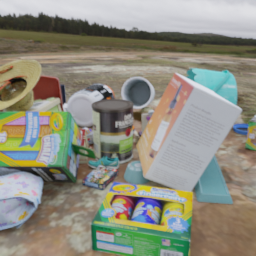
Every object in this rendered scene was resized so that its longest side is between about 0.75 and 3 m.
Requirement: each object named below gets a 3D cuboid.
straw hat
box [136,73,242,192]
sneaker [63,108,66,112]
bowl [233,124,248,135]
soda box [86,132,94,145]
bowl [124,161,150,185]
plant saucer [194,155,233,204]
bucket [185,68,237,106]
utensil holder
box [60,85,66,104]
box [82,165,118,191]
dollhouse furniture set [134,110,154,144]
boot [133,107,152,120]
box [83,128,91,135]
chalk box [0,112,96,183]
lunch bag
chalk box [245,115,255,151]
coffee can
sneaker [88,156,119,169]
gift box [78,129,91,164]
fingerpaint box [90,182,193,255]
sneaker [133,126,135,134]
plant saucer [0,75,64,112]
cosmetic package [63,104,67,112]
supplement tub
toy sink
[{"bbox_3d":[-3.623,-1.087,9.099,2.500,1.058,2.500,-12,48,13],"label":"straw hat"},{"bbox_3d":[1.597,0.085,8.378,1.503,2.826,2.152,23,17,-12],"label":"box"},{"bbox_3d":[-3.682,-0.774,12.454,2.540,0.962,1.334,-14,40,27],"label":"sneaker"},{"bbox_3d":[5.273,0.071,12.666,1.022,0.201,1.022,0,20,0],"label":"bowl"},{"bbox_3d":[-1.260,0.279,11.640,0.427,0.396,1.250,-16,10,33],"label":"soda box"},{"bbox_3d":[0.304,1.353,8.833,0.894,0.467,0.894,-1,20,0],"label":"bowl"},{"bbox_3d":[2.528,1.472,8.846,0.962,0.261,2.751,3,20,6],"label":"plant saucer"},{"bbox_3d":[3.700,-1.392,13.139,1.898,2.917,2.917,2,20,-2],"label":"bucket"},{"bbox_3d":[0.587,-1.775,14.364,1.547,1.547,1.821,4,7,10],"label":"utensil holder"},{"bbox_3d":[-5.038,-1.893,16.536,1.645,1.160,2.223,13,24,34],"label":"box"},{"bbox_3d":[-0.842,1.536,8.720,0.708,0.195,1.037,9,22,23],"label":"box"},{"bbox_3d":[1.570,0.021,10.549,2.475,1.757,1.961,-2,20,-6],"label":"dollhouse furniture set"},{"bbox_3d":[1.117,-0.676,14.220,1.556,0.566,1.209,8,20,29],"label":"boot"},{"bbox_3d":[-1.981,0.257,11.573,0.950,0.197,0.566,-33,18,-17],"label":"box"},{"bbox_3d":[-2.321,0.593,8.222,2.731,1.693,1.705,0,-24,1],"label":"chalk box"},{"bbox_3d":[-2.926,1.801,6.912,1.573,1.000,1.334,-14,21,-9],"label":"lunch bag"},{"bbox_3d":[5.630,0.318,10.630,1.899,1.176,1.182,16,24,34],"label":"chalk box"},{"bbox_3d":[-0.538,0.100,9.997,1.455,1.988,1.455,0,20,0],"label":"coffee can"},{"bbox_3d":[-0.826,1.147,9.448,1.057,0.421,0.409,-1,20,0],"label":"sneaker"},{"bbox_3d":[-1.840,0.649,9.853,0.999,1.011,1.083,1,40,1],"label":"gift box"},{"bbox_3d":[0.404,2.086,6.435,2.061,0.756,1.720,5,21,13],"label":"fingerpaint box"},{"bbox_3d":[-0.439,-0.069,11.628,0.738,1.065,1.901,-5,12,40],"label":"sneaker"},{"bbox_3d":[-3.863,-0.953,11.149,2.954,2.960,0.543,8,38,8],"label":"plant saucer"},{"bbox_3d":[-3.072,-0.951,14.953,0.796,0.489,0.793,2,20,-2],"label":"cosmetic package"},{"bbox_3d":[-1.718,-1.229,13.980,1.711,1.711,2.793,6,22,15],"label":"supplement tub"},{"bbox_3d":[-3.260,-0.292,10.132,1.348,2.407,1.569,-5,20,19],"label":"toy sink"}]
